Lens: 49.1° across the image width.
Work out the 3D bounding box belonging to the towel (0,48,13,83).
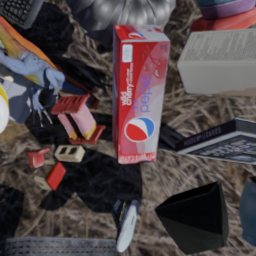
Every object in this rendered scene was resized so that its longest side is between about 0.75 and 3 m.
[{"bbox_3d":[-2.976,-1.530,6.679,0.147,0.564,0.852,-23,60,25],"label":"towel"}]

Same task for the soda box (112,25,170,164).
[{"bbox_3d":[0.167,-0.623,6.152,0.946,2.983,1.044,-4,36,-10],"label":"soda box"}]

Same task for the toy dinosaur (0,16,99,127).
[{"bbox_3d":[-1.822,-1.262,6.326,2.671,1.546,2.944,-3,107,-39],"label":"toy dinosaur"}]

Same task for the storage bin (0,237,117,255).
[{"bbox_3d":[-1.455,2.789,5.251,1.596,2.361,1.107,-30,54,34],"label":"storage bin"}]

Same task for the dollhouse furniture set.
[{"bbox_3d":[-1.139,0.240,5.140,0.663,0.878,1.631,0,45,27],"label":"dollhouse furniture set"}]

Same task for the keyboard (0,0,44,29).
[{"bbox_3d":[-2.234,-3.446,5.786,1.506,0.244,2.369,35,116,-6],"label":"keyboard"}]

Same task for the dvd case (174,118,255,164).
[{"bbox_3d":[2.755,0.405,6.441,2.697,2.027,0.334,9,70,-23],"label":"dvd case"}]

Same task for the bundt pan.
[{"bbox_3d":[-0.065,-3.098,6.183,2.594,0.973,2.594,3,81,-18],"label":"bundt pan"}]

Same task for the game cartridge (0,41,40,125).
[{"bbox_3d":[-3.701,-1.524,7.326,2.942,0.601,1.958,22,80,2],"label":"game cartridge"}]

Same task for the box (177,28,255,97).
[{"bbox_3d":[2.237,-1.273,5.468,2.266,0.881,1.076,9,58,32],"label":"box"}]

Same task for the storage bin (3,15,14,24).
[{"bbox_3d":[-3.151,-3.291,7.260,0.531,1.133,1.125,-53,128,-7],"label":"storage bin"}]

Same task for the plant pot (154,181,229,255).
[{"bbox_3d":[1.674,2.159,6.672,1.407,1.404,1.249,-26,80,25],"label":"plant pot"}]

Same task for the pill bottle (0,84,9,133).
[{"bbox_3d":[-3.059,-0.383,5.738,1.128,2.001,1.128,-8,112,-21],"label":"pill bottle"}]

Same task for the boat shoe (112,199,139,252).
[{"bbox_3d":[-0.172,2.343,6.851,0.582,0.454,1.283,2,48,27],"label":"boat shoe"}]

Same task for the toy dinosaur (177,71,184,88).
[{"bbox_3d":[1.555,-1.194,6.871,0.816,0.428,0.741,-45,106,-35],"label":"toy dinosaur"}]

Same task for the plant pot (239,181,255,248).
[{"bbox_3d":[2.665,1.739,5.013,1.524,1.524,1.021,24,87,4],"label":"plant pot"}]

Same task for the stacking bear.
[{"bbox_3d":[2.224,-3.883,6.757,1.612,1.722,2.835,-18,117,0],"label":"stacking bear"}]
